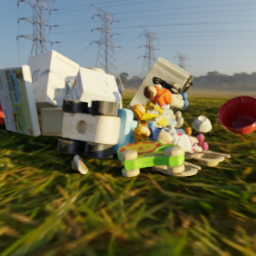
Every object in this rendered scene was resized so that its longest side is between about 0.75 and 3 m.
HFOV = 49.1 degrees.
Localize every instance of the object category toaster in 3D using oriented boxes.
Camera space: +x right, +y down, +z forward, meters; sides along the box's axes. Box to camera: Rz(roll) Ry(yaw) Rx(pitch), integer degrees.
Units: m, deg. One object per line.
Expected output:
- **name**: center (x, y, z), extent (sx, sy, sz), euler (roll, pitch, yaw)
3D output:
- **toaster**: center (1.385, -1.321, 11.355), extent (1.622, 2.472, 2.734), euler (33, 13, 7)

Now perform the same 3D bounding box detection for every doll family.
- **doll family**: center (0.892, -0.037, 7.576), extent (1.607, 1.166, 2.588), euler (10, 45, -24)

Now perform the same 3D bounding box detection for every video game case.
- **video game case**: center (-4.175, -1.012, 10.502), extent (2.264, 2.487, 0.285), euler (8, 19, 42)

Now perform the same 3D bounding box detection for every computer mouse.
- **computer mouse**: center (1.035, -0.647, 9.798), extent (1.167, 2.129, 0.467), euler (23, 3, 22)

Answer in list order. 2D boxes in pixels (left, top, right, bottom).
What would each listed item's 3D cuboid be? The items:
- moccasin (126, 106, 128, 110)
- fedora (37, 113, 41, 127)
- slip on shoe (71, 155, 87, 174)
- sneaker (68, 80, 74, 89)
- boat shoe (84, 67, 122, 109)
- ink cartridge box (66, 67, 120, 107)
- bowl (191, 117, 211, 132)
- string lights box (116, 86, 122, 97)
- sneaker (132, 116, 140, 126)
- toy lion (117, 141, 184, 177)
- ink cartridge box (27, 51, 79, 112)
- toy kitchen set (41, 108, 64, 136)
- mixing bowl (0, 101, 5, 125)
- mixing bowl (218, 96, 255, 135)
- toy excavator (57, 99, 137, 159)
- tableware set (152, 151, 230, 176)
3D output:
- **moccasin**: center (0.953, -1.030, 14.908), extent (2.746, 1.060, 1.004), euler (-10, 14, -33)
- **fedora**: center (-4.033, -0.351, 12.459), extent (1.497, 0.610, 1.497), euler (1, 8, 0)
- **slip on shoe**: center (-1.069, 0.815, 5.949), extent (0.239, 0.300, 0.790), euler (-41, 25, -4)
- **sneaker**: center (-2.135, -1.095, 12.359), extent (0.776, 2.191, 0.800), euler (-10, -1, 10)
- **boat shoe**: center (-0.925, -1.255, 9.992), extent (0.755, 2.373, 0.839), euler (21, 64, 34)
- **ink cartridge box**: center (-1.172, -0.794, 8.666), extent (1.172, 1.621, 1.193), euler (10, 41, -28)
- **bowl**: center (2.968, -0.214, 11.259), extent (0.778, 0.365, 0.778), euler (2, 37, -1)
- **string lights box**: center (-0.501, -1.484, 12.798), extent (0.228, 0.775, 0.398), euler (-7, -17, 38)
- **sneaker**: center (0.365, -0.446, 12.591), extent (1.472, 0.671, 0.571), euler (0, -10, -14)
- **toy lion**: center (0.456, 0.556, 6.072), extent (1.451, 0.498, 1.391), euler (-6, 12, 12)
- **ink cartridge box**: center (-3.494, -1.964, 12.661), extent (1.685, 2.329, 1.715), euler (-3, -15, 32)
- **toy kitchen set**: center (-1.915, -0.869, 11.132), extent (2.226, 2.013, 2.467), euler (1, 9, 6)
- **mixing bowl**: center (-6.256, -1.043, 12.409), extent (2.795, 1.514, 2.795), euler (15, -24, 7)
- **mixing bowl**: center (4.031, -0.319, 9.909), extent (1.489, 1.489, 0.806), euler (7, -33, 40)
- **toy excavator**: center (-0.119, 0.066, 7.843), extent (2.761, 1.418, 2.840), euler (6, 1, 28)
- **tableware set**: center (1.215, 0.709, 6.575), extent (2.060, 0.239, 1.721), euler (-7, 10, -35)
